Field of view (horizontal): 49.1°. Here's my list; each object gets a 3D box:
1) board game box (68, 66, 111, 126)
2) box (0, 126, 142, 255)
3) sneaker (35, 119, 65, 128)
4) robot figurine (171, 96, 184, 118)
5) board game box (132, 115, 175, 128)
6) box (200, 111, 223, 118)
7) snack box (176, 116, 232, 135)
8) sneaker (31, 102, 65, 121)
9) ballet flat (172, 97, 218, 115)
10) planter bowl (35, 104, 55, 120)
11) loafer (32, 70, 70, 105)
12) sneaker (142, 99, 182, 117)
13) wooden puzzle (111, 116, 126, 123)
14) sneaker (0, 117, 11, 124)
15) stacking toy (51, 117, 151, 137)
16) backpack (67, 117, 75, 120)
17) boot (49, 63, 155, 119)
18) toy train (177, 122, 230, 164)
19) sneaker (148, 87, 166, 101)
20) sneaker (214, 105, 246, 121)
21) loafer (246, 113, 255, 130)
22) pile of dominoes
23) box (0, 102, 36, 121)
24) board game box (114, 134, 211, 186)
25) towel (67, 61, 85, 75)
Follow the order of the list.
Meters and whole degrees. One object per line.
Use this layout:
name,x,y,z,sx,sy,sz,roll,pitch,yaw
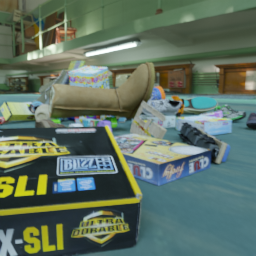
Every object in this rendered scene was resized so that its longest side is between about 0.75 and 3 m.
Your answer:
board game box,-1.350,-1.152,10.240,1.016,1.973,1.035,9,27,27
box,-1.386,0.609,3.345,2.664,0.657,2.127,-2,21,-13
sneaker,-1.829,0.131,7.031,0.800,0.746,2.117,-1,13,-26
robot figurine,2.217,-0.975,12.627,0.365,0.908,1.253,16,-6,28
board game box,0.962,-0.249,10.619,1.359,0.437,1.003,-5,9,-33
box,3.308,-0.448,11.303,0.868,0.248,1.269,-10,3,25
snack box,2.512,-0.098,9.457,1.216,0.488,1.442,-6,9,-28
sneaker,-3.366,-0.596,11.724,1.454,0.577,0.695,21,9,-17
ballet flat,3.304,-1.116,14.890,2.718,0.944,0.944,1,9,8
planter bowl,-3.285,-0.463,10.919,0.813,0.813,0.547,1,17,4
loafer,-3.639,-1.697,12.956,0.927,2.660,1.000,39,6,-3
sneaker,1.210,-0.863,10.321,1.694,0.633,0.694,-4,-29,-29
wooden puzzle,-0.239,-0.872,12.617,1.377,0.163,2.321,-14,31,0
sneaker,-5.013,-0.281,11.216,0.892,0.298,0.478,-13,12,-38
stacking toy,-0.944,0.078,8.169,2.092,0.652,2.775,-4,7,-29
backpack,-2.253,-1.139,12.443,1.916,1.557,1.607,9,38,45
boot,-0.835,-1.021,8.338,2.803,2.454,0.927,2,52,-20
toy train,1.814,0.323,6.903,0.676,0.504,2.952,19,8,-3
sneaker,0.713,-1.454,14.819,1.132,1.087,2.885,-16,-6,-30
sneaker,4.318,-0.649,12.092,0.637,0.696,1.634,-8,9,-33
loafer,4.953,-0.249,9.418,1.803,0.568,0.648,5,-27,35
pile of dominoes,0.521,-0.052,7.234,0.192,0.940,1.206,18,15,-34
box,-4.395,-0.688,11.821,0.442,0.664,1.764,-41,-18,29
board game box,0.302,0.540,5.710,1.503,0.384,2.218,-8,12,-40
towel,-2.104,-2.397,11.197,0.863,0.620,0.098,8,-17,40
